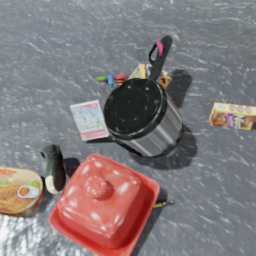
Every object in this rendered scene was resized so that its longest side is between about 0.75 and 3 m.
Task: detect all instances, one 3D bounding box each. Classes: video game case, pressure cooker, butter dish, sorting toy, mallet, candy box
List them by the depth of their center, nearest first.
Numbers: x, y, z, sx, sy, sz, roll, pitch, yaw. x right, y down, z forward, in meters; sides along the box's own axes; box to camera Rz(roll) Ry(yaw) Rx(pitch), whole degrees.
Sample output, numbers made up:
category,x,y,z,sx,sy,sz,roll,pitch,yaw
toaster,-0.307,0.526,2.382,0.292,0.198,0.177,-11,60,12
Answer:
category,x,y,z,sx,sy,sz,roll,pitch,yaw
butter dish,-0.828,2.082,8.541,2.925,2.168,2.933,22,63,18
mallet,1.099,2.649,9.446,1.000,0.206,0.329,-2,50,-13
pressure cooker,0.718,-0.190,10.205,2.471,2.766,2.433,-3,66,29
video game case,-1.442,-0.247,10.622,1.086,1.519,0.133,-10,30,8
sorting toy,-0.651,-1.826,11.349,1.313,0.789,0.539,-5,95,8
candy box,4.275,-0.461,11.448,1.664,0.971,0.470,6,52,5

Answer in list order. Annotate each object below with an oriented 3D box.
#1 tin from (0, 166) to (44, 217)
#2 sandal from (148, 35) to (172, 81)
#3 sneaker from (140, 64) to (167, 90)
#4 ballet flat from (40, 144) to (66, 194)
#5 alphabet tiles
category,x,y,z,sx,sy,sz,roll,pitch,yaw
tin,-4.355,2.150,9.681,2.922,0.612,1.636,7,56,5
sandal,1.209,-3.036,11.651,0.629,1.048,2.790,29,53,-13
sneaker,1.218,-1.934,12.102,0.990,1.003,2.563,-23,56,17
ballet flat,-2.483,1.350,9.106,0.738,0.863,2.596,-23,26,-5
alphabet tiles,1.072,-2.385,13.531,1.845,0.070,1.542,22,55,17
